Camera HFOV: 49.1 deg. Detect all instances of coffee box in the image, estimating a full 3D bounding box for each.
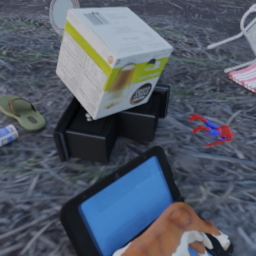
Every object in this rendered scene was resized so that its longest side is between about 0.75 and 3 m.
[{"bbox_3d":[-0.470,-1.876,7.960,2.130,2.110,2.134,-21,60,-39],"label":"coffee box"}]

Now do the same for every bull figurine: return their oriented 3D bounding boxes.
[{"bbox_3d":[0.704,2.662,5.654,1.715,0.920,2.825,33,52,28],"label":"bull figurine"}]

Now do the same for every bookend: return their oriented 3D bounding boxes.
[{"bbox_3d":[-0.378,-0.179,9.052,2.969,1.376,2.988,10,46,11],"label":"bookend"}]

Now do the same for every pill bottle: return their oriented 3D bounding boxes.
[{"bbox_3d":[-4.185,0.308,9.313,0.899,0.504,0.504,-31,48,-32],"label":"pill bottle"}]

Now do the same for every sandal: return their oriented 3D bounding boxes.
[{"bbox_3d":[-3.917,-0.713,10.381,2.543,0.726,1.010,30,48,31],"label":"sandal"}]

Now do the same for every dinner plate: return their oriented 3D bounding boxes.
[{"bbox_3d":[-2.693,-4.830,11.782,0.220,1.816,1.816,19,43,23],"label":"dinner plate"}]

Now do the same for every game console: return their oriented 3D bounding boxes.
[{"bbox_3d":[0.534,2.236,5.987,2.994,1.742,2.633,-29,47,-30],"label":"game console"}]

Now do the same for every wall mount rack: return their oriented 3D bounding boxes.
[{"bbox_3d":[3.551,-2.559,8.449,1.822,2.097,0.782,-44,37,12],"label":"wall mount rack"}]

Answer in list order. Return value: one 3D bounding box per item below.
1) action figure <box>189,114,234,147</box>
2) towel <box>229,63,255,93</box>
[{"bbox_3d":[1.648,0.120,5.763,1.296,0.641,0.423,14,57,-35],"label":"action figure"},{"bbox_3d":[5.987,-2.047,12.292,1.862,0.381,2.545,-22,44,-24],"label":"towel"}]
